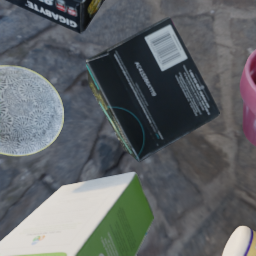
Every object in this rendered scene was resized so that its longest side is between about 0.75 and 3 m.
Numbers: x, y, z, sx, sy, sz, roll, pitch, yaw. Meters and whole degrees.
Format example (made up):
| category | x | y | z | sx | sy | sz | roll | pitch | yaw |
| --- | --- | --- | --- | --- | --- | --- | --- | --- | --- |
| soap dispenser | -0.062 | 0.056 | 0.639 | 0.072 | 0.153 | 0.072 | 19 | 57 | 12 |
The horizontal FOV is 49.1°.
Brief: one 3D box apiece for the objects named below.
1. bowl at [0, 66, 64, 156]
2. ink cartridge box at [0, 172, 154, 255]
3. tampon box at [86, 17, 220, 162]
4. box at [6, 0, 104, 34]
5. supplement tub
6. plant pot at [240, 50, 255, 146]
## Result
| category | x | y | z | sx | sy | sz | roll | pitch | yaw |
| --- | --- | --- | --- | --- | --- | --- | --- | --- | --- |
| bowl | -1.466 | -0.287 | 3.755 | 1.211 | 1.211 | 0.568 | -10 | 25 | -5 |
| ink cartridge box | -0.738 | 1.384 | 2.852 | 1.253 | 2.414 | 0.716 | -15 | 102 | 26 |
| tampon box | 0.250 | -0.545 | 4.959 | 1.384 | 2.193 | 1.643 | -29 | 93 | -6 |
| box | -1.144 | -3.242 | 4.614 | 2.359 | 0.683 | 2.968 | 24 | 67 | 1 |
| supplement tub | 2.661 | 2.689 | 5.540 | 1.312 | 0.954 | 0.954 | 30 | 66 | 14 |
| plant pot | 2.535 | -0.366 | 4.505 | 1.576 | 1.411 | 1.576 | -3 | 53 | 4 |
